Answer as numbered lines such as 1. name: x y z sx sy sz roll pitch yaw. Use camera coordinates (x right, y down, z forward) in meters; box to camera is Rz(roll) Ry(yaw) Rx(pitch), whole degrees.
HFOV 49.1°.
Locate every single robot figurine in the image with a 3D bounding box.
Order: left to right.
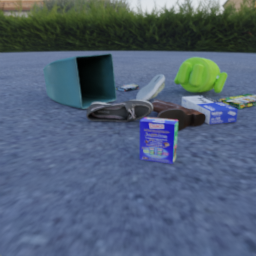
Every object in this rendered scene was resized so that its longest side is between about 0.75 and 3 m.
1. robot figurine: 3.641 -2.670 14.244 2.562 1.689 2.920 15 16 32

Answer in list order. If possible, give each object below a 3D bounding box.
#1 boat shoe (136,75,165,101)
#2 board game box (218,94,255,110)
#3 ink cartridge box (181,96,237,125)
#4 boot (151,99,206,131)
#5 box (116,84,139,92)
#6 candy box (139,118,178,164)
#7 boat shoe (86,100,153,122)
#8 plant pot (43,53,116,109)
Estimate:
1. boat shoe: 1.145 -1.708 12.982 0.726 0.625 2.015 14 49 42
2. board game box: 5.179 -1.205 12.532 2.186 0.256 1.145 -13 21 -33
3. ink cartridge box: 3.020 -0.738 10.720 1.094 0.514 2.327 -5 20 -13
4. boot: 1.258 -0.584 9.944 2.102 0.724 2.255 3 18 -35
5. box: -0.037 -2.221 15.503 0.744 0.205 1.089 18 26 42
6. candy box: 0.746 0.301 6.925 0.872 1.032 0.397 6 20 18
7. boat shoe: -0.334 -0.507 9.845 2.361 0.789 0.673 0 31 13
8. plant pot: -2.379 -2.140 12.713 2.959 2.092 2.090 7 19 41
